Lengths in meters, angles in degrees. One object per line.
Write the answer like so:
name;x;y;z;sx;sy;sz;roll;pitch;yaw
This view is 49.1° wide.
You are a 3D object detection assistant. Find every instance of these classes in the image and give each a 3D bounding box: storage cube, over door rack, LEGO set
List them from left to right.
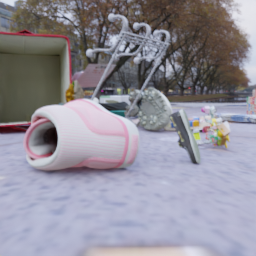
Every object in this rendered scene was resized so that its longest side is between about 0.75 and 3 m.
storage cube;-3.043;-1.283;8.394;2.359;2.759;2.480;-3;1;-19
over door rack;-0.187;-1.395;7.669;0.995;2.988;2.207;33;25;30
LEGO set;1.528;0.091;5.302;0.564;0.697;1.516;-9;15;11

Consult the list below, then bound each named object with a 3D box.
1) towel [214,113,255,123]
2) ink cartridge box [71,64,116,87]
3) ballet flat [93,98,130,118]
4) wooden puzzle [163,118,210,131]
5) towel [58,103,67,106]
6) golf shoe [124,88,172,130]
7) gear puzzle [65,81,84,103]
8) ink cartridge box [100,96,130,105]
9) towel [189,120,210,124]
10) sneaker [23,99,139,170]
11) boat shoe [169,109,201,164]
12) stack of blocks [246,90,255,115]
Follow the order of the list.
towel;4.673;-0.343;10.615;2.457;0.293;1.805;6;7;32
ink cartridge box;-1.156;-1.762;9.029;1.052;0.325;1.298;-9;-22;-38
ballet flat;-1.041;-0.743;11.245;2.456;0.840;0.835;-1;-38;-26
wooden puzzle;1.727;-0.112;8.142;1.186;0.275;1.099;2;10;23
towel;-1.161;-0.187;6.742;1.109;0.813;0.120;-4;4;-40
golf shoe;0.950;-0.539;8.671;1.453;1.170;2.988;16;9;-17
gear puzzle;-1.481;-0.637;7.669;0.305;1.207;2.330;0;-4;-3
ink cartridge box;-0.198;-1.328;16.065;1.717;1.034;2.363;5;7;45
towel;2.431;-0.201;10.069;1.089;0.124;0.784;1;8;24
sneaker;-0.999;0.018;4.251;1.285;0.925;2.459;2;8;-32
boat shoe;0.836;0.150;4.116;0.248;0.822;0.293;-21;-11;21
stack of blocks;5.807;-1.029;12.253;0.646;1.270;2.205;1;6;9
